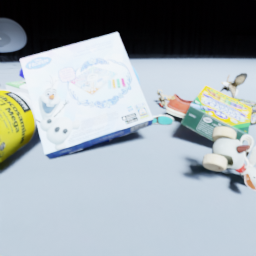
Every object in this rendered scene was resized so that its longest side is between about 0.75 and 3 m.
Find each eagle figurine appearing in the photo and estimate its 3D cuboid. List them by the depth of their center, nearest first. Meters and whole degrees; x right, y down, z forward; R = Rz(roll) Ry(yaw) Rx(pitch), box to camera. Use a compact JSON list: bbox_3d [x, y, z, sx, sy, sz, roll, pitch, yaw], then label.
[{"bbox_3d":[4.001,-1.580,10.718,0.941,0.946,1.247,-14,9,-9],"label":"eagle figurine"}]

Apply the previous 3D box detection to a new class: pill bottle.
[{"bbox_3d":[-3.312,-0.031,6.836,1.661,1.661,2.955,2,17,7],"label":"pill bottle"}]

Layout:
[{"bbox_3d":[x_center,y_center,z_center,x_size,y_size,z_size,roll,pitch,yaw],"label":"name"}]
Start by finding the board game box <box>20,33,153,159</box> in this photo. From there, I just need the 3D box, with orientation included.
[{"bbox_3d":[-1.130,-0.928,7.422,2.791,2.778,0.605,-18,-18,-8],"label":"board game box"}]

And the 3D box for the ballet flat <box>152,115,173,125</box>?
[{"bbox_3d":[1.029,-0.309,9.813,1.086,0.377,0.377,-4,18,2],"label":"ballet flat"}]

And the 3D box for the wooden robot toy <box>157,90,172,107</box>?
[{"bbox_3d":[1.657,-1.239,12.114,0.578,0.561,1.274,-1,28,-12],"label":"wooden robot toy"}]

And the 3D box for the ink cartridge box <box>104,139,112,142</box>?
[{"bbox_3d":[-0.748,-0.387,9.607,1.409,0.663,2.997,7,19,17],"label":"ink cartridge box"}]

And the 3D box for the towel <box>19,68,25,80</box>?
[{"bbox_3d":[-3.341,-2.014,10.268,1.221,0.303,0.902,30,68,23],"label":"towel"}]

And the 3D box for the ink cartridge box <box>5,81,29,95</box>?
[{"bbox_3d":[-3.145,-1.326,11.505,2.065,1.192,2.827,17,25,36],"label":"ink cartridge box"}]

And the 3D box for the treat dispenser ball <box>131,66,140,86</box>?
[{"bbox_3d":[-0.465,-1.332,8.791,1.658,1.658,1.658,0,18,0],"label":"treat dispenser ball"}]

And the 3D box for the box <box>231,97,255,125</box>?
[{"bbox_3d":[4.205,-0.704,10.697,1.792,0.495,2.236,-9,20,-32],"label":"box"}]

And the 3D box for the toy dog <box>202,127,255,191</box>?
[{"bbox_3d":[2.134,0.579,5.117,1.660,1.095,0.799,10,-10,-34],"label":"toy dog"}]

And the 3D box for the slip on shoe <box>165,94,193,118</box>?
[{"bbox_3d":[2.530,-0.573,9.665,2.431,0.744,0.900,18,18,12],"label":"slip on shoe"}]

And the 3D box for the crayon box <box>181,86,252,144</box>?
[{"bbox_3d":[2.674,-0.432,8.175,1.606,0.659,2.555,29,30,12],"label":"crayon box"}]
